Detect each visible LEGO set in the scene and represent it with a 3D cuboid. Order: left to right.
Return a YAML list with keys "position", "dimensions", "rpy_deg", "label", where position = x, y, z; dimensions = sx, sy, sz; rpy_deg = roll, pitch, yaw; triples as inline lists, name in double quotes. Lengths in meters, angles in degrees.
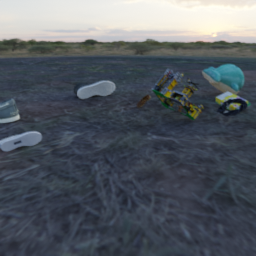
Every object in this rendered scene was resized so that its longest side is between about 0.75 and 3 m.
- position: [2.147, -1.432, 11.228]
  dimensions: [1.724, 1.299, 2.242]
  rpy_deg: [42, -7, -35]
  label: "LEGO set"

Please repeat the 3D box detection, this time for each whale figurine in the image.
- position: [5.244, -2.811, 15.290]
  dimensions: [2.821, 1.464, 2.244]
  rpy_deg: [6, 37, -45]
  label: "whale figurine"

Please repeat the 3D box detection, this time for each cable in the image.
- position: [4.124, -0.847, 10.939]
  dimensions: [1.226, 0.311, 1.000]
  rpy_deg: [-31, 23, -23]
  label: "cable"

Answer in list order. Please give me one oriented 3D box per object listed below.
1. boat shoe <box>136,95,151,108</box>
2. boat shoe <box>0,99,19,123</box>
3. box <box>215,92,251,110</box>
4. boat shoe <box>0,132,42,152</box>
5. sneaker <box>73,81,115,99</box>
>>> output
- position: [0.671, -1.244, 12.792]
  dimensions: [0.276, 0.768, 0.259]
  rpy_deg: [57, 12, 33]
  label: "boat shoe"
- position: [-5.728, -0.615, 10.676]
  dimensions: [2.886, 0.891, 1.051]
  rpy_deg: [-6, 19, -17]
  label: "boat shoe"
- position: [4.703, -1.126, 12.554]
  dimensions: [0.799, 0.329, 1.362]
  rpy_deg: [-25, 37, -18]
  label: "box"
- position: [-3.275, 0.369, 8.505]
  dimensions: [1.229, 0.436, 0.429]
  rpy_deg: [-20, 29, -32]
  label: "boat shoe"
- position: [-1.956, -2.244, 15.667]
  dimensions: [2.404, 0.850, 1.192]
  rpy_deg: [-17, 29, -31]
  label: "sneaker"
